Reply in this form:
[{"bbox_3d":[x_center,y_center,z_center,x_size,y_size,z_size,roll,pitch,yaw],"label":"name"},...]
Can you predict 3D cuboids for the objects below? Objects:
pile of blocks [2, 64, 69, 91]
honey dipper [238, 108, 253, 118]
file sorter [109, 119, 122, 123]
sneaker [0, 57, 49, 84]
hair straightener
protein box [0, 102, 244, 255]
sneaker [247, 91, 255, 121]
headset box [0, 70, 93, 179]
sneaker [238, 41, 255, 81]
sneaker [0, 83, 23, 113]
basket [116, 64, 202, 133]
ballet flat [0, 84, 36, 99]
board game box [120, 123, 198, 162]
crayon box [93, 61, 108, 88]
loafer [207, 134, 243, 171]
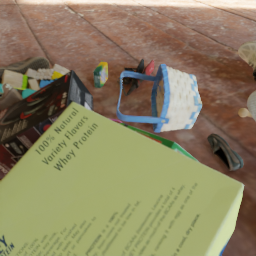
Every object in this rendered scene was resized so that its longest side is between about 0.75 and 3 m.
[{"bbox_3d":[-3.179,-1.517,9.638,2.432,0.998,0.756,-18,-3,-36],"label":"pile of blocks"},{"bbox_3d":[4.419,-0.155,7.952,2.491,0.473,0.473,20,41,29],"label":"honey dipper"},{"bbox_3d":[-0.613,0.511,6.633,0.871,0.965,1.389,7,39,2],"label":"file sorter"},{"bbox_3d":[-4.069,-1.828,9.978,0.980,0.914,2.595,9,31,46],"label":"sneaker"},{"bbox_3d":[0.211,-1.899,10.294,0.925,0.492,2.403,13,43,17],"label":"hair straightener"},{"bbox_3d":[-0.343,1.544,3.863,2.684,1.811,2.665,26,67,30],"label":"protein box"},{"bbox_3d":[3.679,-0.073,6.478,1.129,0.718,1.980,2,42,-52],"label":"sneaker"},{"bbox_3d":[-2.146,-0.028,6.598,2.570,0.964,1.910,-27,33,13],"label":"headset box"},{"bbox_3d":[4.968,-2.525,10.591,1.465,0.961,2.546,-20,44,-27],"label":"sneaker"},{"bbox_3d":[-3.922,-0.674,7.799,2.235,0.844,0.787,-13,30,16],"label":"sneaker"},{"bbox_3d":[0.803,-0.798,7.740,2.181,1.517,1.923,11,48,-6],"label":"basket"},{"bbox_3d":[-3.321,-0.851,8.509,2.071,0.694,0.692,13,50,-22],"label":"ballet flat"},{"bbox_3d":[0.882,0.674,5.376,1.440,2.140,0.312,22,78,51],"label":"board game box"},{"bbox_3d":[-0.955,-1.960,10.125,0.259,0.632,1.006,8,38,10],"label":"crayon box"},{"bbox_3d":[2.333,0.580,6.990,0.378,0.432,1.203,-21,44,-16],"label":"loafer"}]
